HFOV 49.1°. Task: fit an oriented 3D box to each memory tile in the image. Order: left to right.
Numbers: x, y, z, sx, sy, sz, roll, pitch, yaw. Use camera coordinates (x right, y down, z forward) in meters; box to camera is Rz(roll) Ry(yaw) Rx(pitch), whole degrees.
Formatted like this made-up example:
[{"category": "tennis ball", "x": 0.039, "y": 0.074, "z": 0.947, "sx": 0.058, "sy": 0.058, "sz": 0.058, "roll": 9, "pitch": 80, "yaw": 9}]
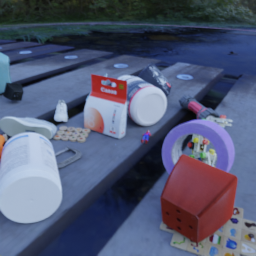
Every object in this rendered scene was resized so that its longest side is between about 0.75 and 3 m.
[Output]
[{"category": "memory tile", "x": -2.373, "y": 0.260, "z": 11.847, "sx": 1.391, "sy": 0.117, "sz": 1.066, "roll": 4, "pitch": 29, "yaw": 9}]

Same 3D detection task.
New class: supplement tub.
[{"category": "supplement tub", "x": -2.886, "y": 1.335, "z": 8.197, "sx": 1.624, "sy": 1.624, "sz": 2.462, "roll": -9, "pitch": 28, "yaw": -16}, {"category": "supplement tub", "x": 0.411, "y": -1.349, "z": 13.115, "sx": 1.815, "sy": 1.815, "sz": 2.587, "roll": -13, "pitch": 30, "yaw": -24}]

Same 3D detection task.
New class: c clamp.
[{"category": "c clamp", "x": -2.530, "y": 1.038, "z": 10.297, "sx": 1.495, "sy": 0.202, "sz": 1.277, "roll": -22, "pitch": 35, "yaw": -35}]

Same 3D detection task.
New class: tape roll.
[{"category": "tape roll", "x": 2.131, "y": 0.798, "z": 8.599, "sx": 2.038, "sy": 2.038, "sz": 0.866, "roll": 16, "pitch": 14, "yaw": 28}]

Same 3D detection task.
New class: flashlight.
[{"category": "flashlight", "x": 3.210, "y": -0.821, "z": 13.162, "sx": 0.932, "sy": 0.929, "sz": 2.743, "roll": -36, "pitch": 30, "yaw": 1}]

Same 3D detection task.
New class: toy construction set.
[{"category": "toy construction set", "x": 2.751, "y": 0.456, "z": 9.757, "sx": 0.945, "sy": 2.052, "sz": 1.346, "roll": 23, "pitch": -4, "yaw": -22}]

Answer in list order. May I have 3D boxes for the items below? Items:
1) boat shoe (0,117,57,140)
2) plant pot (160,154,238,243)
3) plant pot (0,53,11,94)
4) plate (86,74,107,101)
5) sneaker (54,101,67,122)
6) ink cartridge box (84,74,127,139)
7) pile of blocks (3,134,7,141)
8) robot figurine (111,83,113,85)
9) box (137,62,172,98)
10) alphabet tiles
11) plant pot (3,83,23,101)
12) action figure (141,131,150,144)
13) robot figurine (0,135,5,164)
[{"category": "boat shoe", "x": -4.146, "y": -0.001, "z": 11.737, "sx": 2.361, "sy": 0.824, "sz": 0.841, "roll": 11, "pitch": 19, "yaw": 6}, {"category": "plant pot", "x": 1.680, "y": 1.909, "z": 7.182, "sx": 1.588, "sy": 1.586, "sz": 1.399, "roll": 22, "pitch": 45, "yaw": 36}, {"category": "plant pot", "x": -8.140, "y": -3.153, "z": 15.937, "sx": 2.675, "sy": 2.626, "sz": 2.619, "roll": -5, "pitch": 27, "yaw": -19}, {"category": "plate", "x": -1.640, "y": -2.130, "z": 15.175, "sx": 0.236, "sy": 1.843, "sz": 1.843, "roll": 36, "pitch": 23, "yaw": -16}, {"category": "sneaker", "x": -3.171, "y": -0.780, "z": 13.248, "sx": 0.616, "sy": 0.664, "sz": 1.639, "roll": 3, "pitch": 27, "yaw": -18}, {"category": "ink cartridge box", "x": -0.967, "y": -0.897, "z": 11.653, "sx": 1.917, "sy": 2.364, "sz": 0.593, "roll": 17, "pitch": 29, "yaw": 29}, {"category": "pile of blocks", "x": -5.239, "y": 0.517, "z": 11.141, "sx": 0.454, "sy": 0.344, "sz": 1.107, "roll": 6, "pitch": 28, "yaw": 10}, {"category": "robot figurine", "x": -0.688, "y": -2.588, "z": 16.979, "sx": 0.479, "sy": 0.577, "sz": 0.767, "roll": -1, "pitch": 21, "yaw": -41}, {"category": "box", "x": 1.414, "y": -2.408, "z": 15.098, "sx": 0.925, "sy": 1.777, "sz": 1.618, "roll": -37, "pitch": 14, "yaw": 29}, {"category": "alphabet tiles", "x": 2.153, "y": 2.607, "z": 7.423, "sx": 2.400, "sy": 0.076, "sz": 1.997, "roll": 11, "pitch": 29, "yaw": 20}, {"category": "plant pot", "x": -6.026, "y": -1.852, "z": 14.896, "sx": 0.727, "sy": 0.817, "sz": 0.819, "roll": 39, "pitch": 27, "yaw": 32}, {"category": "action figure", "x": 0.750, "y": 0.341, "z": 11.562, "sx": 0.310, "sy": 0.245, "sz": 0.949, "roll": -2, "pitch": 21, "yaw": 16}, {"category": "robot figurine", "x": -4.704, "y": 1.100, "z": 8.784, "sx": 1.405, "sy": 1.733, "sz": 2.409, "roll": 6, "pitch": 18, "yaw": -16}]
